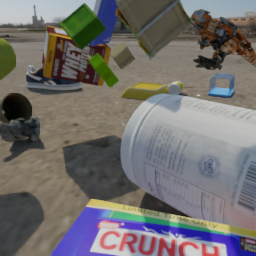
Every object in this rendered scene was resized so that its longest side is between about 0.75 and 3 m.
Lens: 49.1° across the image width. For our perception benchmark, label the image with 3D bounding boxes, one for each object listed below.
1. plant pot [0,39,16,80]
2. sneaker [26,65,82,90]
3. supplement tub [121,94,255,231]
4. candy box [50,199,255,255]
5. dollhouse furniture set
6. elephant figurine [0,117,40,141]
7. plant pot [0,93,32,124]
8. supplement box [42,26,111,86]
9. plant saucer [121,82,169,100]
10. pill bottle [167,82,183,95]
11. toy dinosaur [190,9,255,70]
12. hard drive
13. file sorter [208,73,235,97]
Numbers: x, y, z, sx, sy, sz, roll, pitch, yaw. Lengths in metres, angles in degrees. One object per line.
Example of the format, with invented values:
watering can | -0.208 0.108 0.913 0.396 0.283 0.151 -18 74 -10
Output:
plant pot | -2.751 -1.162 5.018 1.233 1.233 1.318 13 30 32
sneaker | -3.132 -2.121 11.653 2.452 0.974 0.962 5 19 10
supplement tub | 1.253 0.493 3.667 1.600 1.600 2.425 -17 26 -38
candy box | 0.131 1.523 1.992 1.768 0.806 2.092 5 20 17
dollhouse furniture set | -0.024 -1.295 3.502 1.325 0.868 0.665 -38 39 4
elephant figurine | -2.474 0.003 6.384 0.853 0.662 0.604 0 41 -25
plant pot | -3.159 -0.451 7.456 0.769 0.886 0.886 -5 14 36
supplement box | -1.302 -1.753 6.760 1.374 0.925 1.393 7 24 -21
plant saucer | 0.722 -1.421 10.587 1.530 0.371 1.530 9 23 24
pill bottle | 1.821 -1.511 10.680 0.477 0.477 0.835 8 21 21
toy dinosaur | 1.988 -1.745 5.883 0.901 1.765 1.198 -40 1 -16
hard drive | -0.417 -2.427 5.709 0.183 1.446 0.954 27 27 10
file sorter | 3.617 -1.667 10.777 0.790 0.698 1.138 9 23 26
